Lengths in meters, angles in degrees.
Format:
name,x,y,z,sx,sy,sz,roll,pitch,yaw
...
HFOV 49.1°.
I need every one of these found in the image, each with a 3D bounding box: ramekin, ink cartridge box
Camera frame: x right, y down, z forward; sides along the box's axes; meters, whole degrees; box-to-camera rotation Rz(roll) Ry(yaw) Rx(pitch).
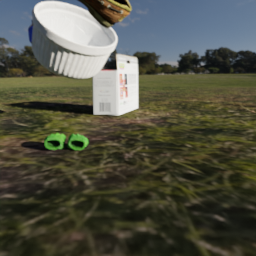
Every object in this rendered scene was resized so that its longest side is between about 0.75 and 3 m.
name,x,y,z,sx,sy,sz,roll,pitch,yaw
ramekin,-1.866,-2.831,9.333,2.733,1.435,2.733,18,39,-15
ink cartridge box,-0.498,-1.992,12.819,1.203,2.518,2.868,3,10,18

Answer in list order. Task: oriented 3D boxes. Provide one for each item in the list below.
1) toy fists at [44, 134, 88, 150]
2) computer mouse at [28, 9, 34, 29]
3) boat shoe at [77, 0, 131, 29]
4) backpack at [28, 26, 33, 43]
name,x,y,z,sx,sy,sz,roll,pitch,yaw
toy fists,-1.419,0.325,6.432,0.990,0.340,0.504,0,18,-5
computer mouse,-2.821,-4.526,11.755,2.582,1.813,0.594,-9,-30,1
boat shoe,-0.789,-2.926,5.604,0.735,0.778,2.163,-17,-27,35
backpack,-3.247,-3.484,10.740,1.003,0.972,1.196,3,5,-8
